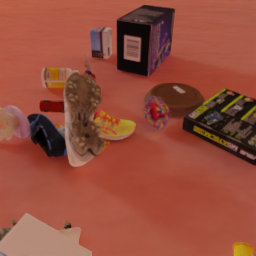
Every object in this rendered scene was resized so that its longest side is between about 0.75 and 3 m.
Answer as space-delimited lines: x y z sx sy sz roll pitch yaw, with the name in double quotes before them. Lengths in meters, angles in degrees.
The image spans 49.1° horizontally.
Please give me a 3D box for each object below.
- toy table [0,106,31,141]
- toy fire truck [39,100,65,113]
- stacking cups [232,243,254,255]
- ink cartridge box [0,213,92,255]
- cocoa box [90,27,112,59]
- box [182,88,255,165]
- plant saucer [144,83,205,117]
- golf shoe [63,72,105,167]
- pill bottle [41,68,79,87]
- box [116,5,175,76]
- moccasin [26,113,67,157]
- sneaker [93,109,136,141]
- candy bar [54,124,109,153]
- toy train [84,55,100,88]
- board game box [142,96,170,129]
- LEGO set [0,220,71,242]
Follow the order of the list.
"toy table" -3.508 -0.112 8.119 1.276 1.173 0.747 25 26 30
"toy fire truck" -1.940 -0.694 8.704 1.449 0.353 1.022 2 9 -8
"stacking cups" 2.035 2.674 4.859 0.383 0.383 1.265 8 41 11
"ink cartridge box" -1.506 2.419 4.155 1.247 1.280 1.992 26 41 10
"cocoa box" -1.267 -4.051 13.313 0.825 1.257 0.838 7 35 11
"box" 3.372 -0.199 8.591 2.417 0.595 2.503 27 45 35
"plant saucer" 1.675 -1.089 10.047 2.168 0.319 2.168 0 35 0
"golf shoe" -1.376 -0.258 7.535 1.069 1.327 2.730 13 52 -25
"pill bottle" -2.595 -1.941 10.843 1.331 0.748 0.748 0 36 -2
"box" 0.808 -3.944 12.353 1.559 2.211 2.988 16 40 20
"moccasin" -2.435 0.136 7.910 0.665 0.784 1.949 -18 37 -40
"sneaker" -0.673 -0.155 8.277 1.823 0.823 0.713 2 35 5
"candy bar" -1.451 0.289 8.201 2.009 0.223 0.501 18 36 24
"toy train" -1.574 -1.689 9.596 0.822 1.421 0.601 -30 34 -14
"board game box" 0.973 -0.532 8.789 0.929 0.229 1.176 41 50 -11
"LEGO set" -2.080 2.149 5.340 2.022 0.573 1.313 -18 39 -23
